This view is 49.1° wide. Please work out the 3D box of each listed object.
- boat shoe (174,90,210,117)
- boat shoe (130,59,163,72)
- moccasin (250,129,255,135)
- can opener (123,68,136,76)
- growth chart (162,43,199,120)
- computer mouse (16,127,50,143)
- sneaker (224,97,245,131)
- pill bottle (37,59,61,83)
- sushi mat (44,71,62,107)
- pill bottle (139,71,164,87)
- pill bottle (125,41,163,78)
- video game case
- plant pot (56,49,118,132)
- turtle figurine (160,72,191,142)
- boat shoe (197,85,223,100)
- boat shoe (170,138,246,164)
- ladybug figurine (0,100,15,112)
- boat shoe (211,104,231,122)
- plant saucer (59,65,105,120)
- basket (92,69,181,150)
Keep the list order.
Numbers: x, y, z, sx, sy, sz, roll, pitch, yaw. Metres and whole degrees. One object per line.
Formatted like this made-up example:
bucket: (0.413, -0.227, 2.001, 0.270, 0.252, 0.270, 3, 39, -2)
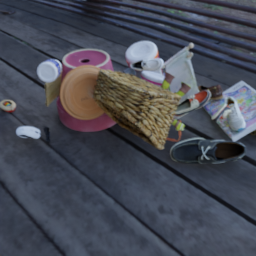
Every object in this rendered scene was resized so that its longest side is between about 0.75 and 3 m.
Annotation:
boat shoe: (2.174, -0.868, 9.764, 1.453, 0.455, 0.517, -32, 62, 23)
boat shoe: (0.655, -2.268, 10.191, 1.293, 0.476, 0.423, -2, 3, 39)
moccasin: (5.041, -0.238, 11.102, 0.996, 0.944, 2.581, -26, 48, -5)
can opener: (0.204, -1.732, 11.754, 0.869, 2.600, 0.694, -36, 72, 7)
growth chart: (1.968, -1.694, 10.989, 0.239, 1.949, 2.693, 6, 70, -39)
computer mouse: (-3.510, 0.190, 10.439, 1.233, 0.271, 0.676, 9, 56, -26)
sneaker: (3.929, -0.523, 10.490, 0.576, 0.608, 1.505, -23, 44, 19)
pill bottle: (-2.704, -2.022, 9.758, 0.676, 0.676, 1.168, -1, 22, -2)
sushi mat: (-2.931, -1.674, 11.360, 0.119, 0.945, 1.974, 12, 31, 5)
pill bottle: (0.799, -1.177, 11.269, 1.122, 1.979, 1.122, 14, 24, -7)
pill bottle: (0.818, -2.393, 12.221, 1.344, 2.453, 1.344, -10, 51, 12)
video game case: (4.410, -0.764, 11.241, 1.996, 0.251, 2.787, -33, 30, 9)
plant pot: (-1.597, -1.686, 11.582, 2.877, 2.575, 2.877, 0, 38, 0)
turtle figurine: (1.116, -0.911, 10.286, 2.732, 2.203, 0.880, 35, 11, 15)
boat shoe: (3.376, -1.613, 12.557, 1.828, 0.643, 0.643, 0, 30, 47)
boat shoe: (2.700, 0.787, 9.578, 2.497, 0.897, 0.844, -2, -3, 4)
ladybug figurine: (-5.341, -0.942, 12.468, 0.601, 0.318, 0.885, -31, 48, -33)
boat shoe: (3.151, -0.457, 9.383, 0.362, 0.412, 1.158, 52, 42, 3)
plant saucer: (-1.472, -1.243, 10.240, 2.034, 2.034, 0.328, -14, 25, -17)
basket: (-0.012, -0.591, 9.305, 1.956, 2.042, 2.741, -2, 26, -45)
